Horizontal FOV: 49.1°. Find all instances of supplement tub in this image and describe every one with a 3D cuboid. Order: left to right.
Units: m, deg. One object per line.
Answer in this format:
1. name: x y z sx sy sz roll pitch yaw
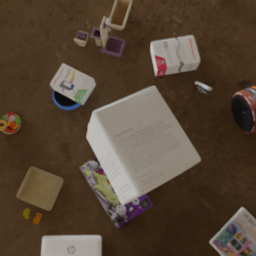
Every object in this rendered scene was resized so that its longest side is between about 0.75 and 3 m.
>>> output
1. supplement tub: 5.429 -0.941 10.091 2.997 1.602 1.602 -17 77 -5

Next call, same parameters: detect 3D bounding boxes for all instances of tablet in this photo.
1. tablet: -1.932 4.372 9.519 2.052 0.140 1.335 0 76 -1

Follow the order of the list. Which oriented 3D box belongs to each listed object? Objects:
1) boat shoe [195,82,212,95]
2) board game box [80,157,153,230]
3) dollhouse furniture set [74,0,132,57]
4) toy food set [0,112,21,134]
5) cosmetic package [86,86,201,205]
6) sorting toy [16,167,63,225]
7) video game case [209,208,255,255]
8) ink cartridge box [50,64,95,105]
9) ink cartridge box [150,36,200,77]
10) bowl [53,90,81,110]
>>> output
1. boat shoe: 2.798 -1.507 10.672 0.344 0.955 0.339 16 107 -24
2. board game box: -0.448 2.088 9.987 1.520 0.409 2.533 -32 78 -12
3. dollhouse furniture set: -0.897 -4.444 10.876 1.946 1.743 2.456 15 77 4
4. toy food set: -4.488 -0.180 10.613 0.829 0.202 0.821 27 77 7
5. cosmetic package: 0.320 0.628 9.103 2.300 2.297 2.787 -25 77 -22
6. sorting toy: -3.234 2.416 9.978 1.304 0.234 1.750 22 77 1
7. video game case: 4.043 4.025 9.562 1.715 0.223 1.884 -42 81 -9
8. ink cartridge box: -2.073 -1.636 10.530 1.360 0.595 0.989 28 79 9
9. ink cartridge box: 1.815 -2.818 11.006 1.687 0.703 1.225 -9 76 -2
10. bowl: -2.320 -1.303 10.874 1.226 0.241 1.226 0 76 0
